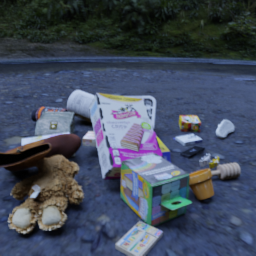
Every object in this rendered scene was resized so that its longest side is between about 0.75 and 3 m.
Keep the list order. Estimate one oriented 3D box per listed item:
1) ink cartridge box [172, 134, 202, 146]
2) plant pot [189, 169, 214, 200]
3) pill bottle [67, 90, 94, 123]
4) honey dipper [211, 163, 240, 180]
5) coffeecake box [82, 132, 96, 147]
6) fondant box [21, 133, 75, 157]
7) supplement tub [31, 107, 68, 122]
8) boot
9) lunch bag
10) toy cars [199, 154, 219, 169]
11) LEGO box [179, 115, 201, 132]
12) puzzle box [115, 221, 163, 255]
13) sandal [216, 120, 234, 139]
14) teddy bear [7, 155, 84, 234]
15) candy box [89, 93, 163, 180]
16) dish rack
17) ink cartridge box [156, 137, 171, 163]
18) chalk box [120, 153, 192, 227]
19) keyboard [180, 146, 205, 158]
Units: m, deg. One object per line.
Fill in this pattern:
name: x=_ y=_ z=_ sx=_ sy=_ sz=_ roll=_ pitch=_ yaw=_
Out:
ink cartridge box: x=2.538 y=0.473 z=12.072 sx=0.920 sy=0.187 sz=0.922 roll=-9 pitch=21 yaw=-24
plant pot: x=2.052 y=1.607 z=7.867 sx=0.765 sy=0.700 sz=0.765 roll=-20 pitch=-5 yaw=-2
pill bottle: x=-1.746 y=-0.923 z=14.006 sx=2.331 sy=1.333 sz=1.333 roll=21 pitch=25 yaw=17
honey dipper: x=2.260 y=1.504 z=8.758 sx=2.584 sy=0.491 sz=0.491 roll=-7 pitch=20 yaw=-13
coffeecake box: x=-1.305 y=0.415 z=10.643 sx=0.635 sy=0.302 sz=0.827 roll=2 pitch=18 yaw=8
fondant box: x=-3.072 y=0.742 z=10.729 sx=1.867 sy=0.544 sz=1.347 roll=-7 pitch=21 yaw=-19
supplement tub: x=-3.870 y=-0.539 z=13.846 sx=1.745 sy=0.933 sz=0.933 roll=4 pitch=20 yaw=13
boot: x=-2.574 y=0.597 z=8.510 sx=2.739 sy=0.996 sz=2.909 roll=-9 pitch=-8 yaw=-20
lunch bag: x=-3.167 y=-0.027 z=12.286 sx=1.437 sy=1.030 sz=1.752 roll=1 pitch=26 yaw=-3
toy cars: x=2.737 y=1.120 z=9.201 sx=1.045 sy=0.469 sz=0.231 roll=17 pitch=1 yaw=-40
LEGO box: x=2.970 y=-0.212 z=13.588 sx=0.902 sy=0.467 sz=1.211 roll=1 pitch=19 yaw=4
puzzle box: x=0.260 y=2.528 z=6.313 sx=0.658 sy=0.126 sz=0.989 roll=14 pitch=23 yaw=33
sandal: x=4.350 y=0.070 z=12.830 sx=1.657 sy=0.674 sz=0.407 roll=-23 pitch=-11 yaw=-47
teddy bear: x=-2.132 y=1.798 z=7.504 sx=1.955 sy=0.900 sz=2.696 roll=-19 pitch=27 yaw=-10
candy box: x=-0.086 y=0.238 z=9.059 sx=1.872 sy=0.838 sz=2.746 roll=3 pitch=53 yaw=-29
dish rack: x=0.062 y=-0.478 z=12.684 sx=2.345 sy=2.013 sz=0.511 roll=2 pitch=-25 yaw=11
ink cartridge box: x=0.277 y=0.946 z=10.246 sx=2.292 sy=0.545 sz=2.319 roll=-5 pitch=19 yaw=-14
chalk box: x=0.773 y=1.642 z=7.255 sx=1.206 sy=1.200 sz=1.939 roll=-9 pitch=22 yaw=-28
keyboard: x=2.569 y=0.945 z=10.830 sx=1.085 sy=0.139 sz=0.651 roll=-19 pitch=21 yaw=-41
